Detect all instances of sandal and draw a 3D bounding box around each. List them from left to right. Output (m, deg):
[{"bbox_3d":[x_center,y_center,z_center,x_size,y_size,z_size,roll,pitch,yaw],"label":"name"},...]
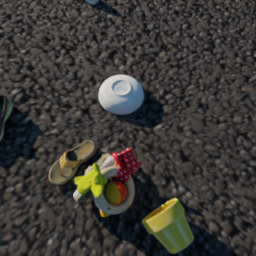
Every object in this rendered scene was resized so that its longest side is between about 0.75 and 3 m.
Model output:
[{"bbox_3d":[-2.043,1.163,10.177,2.122,0.573,0.852,-41,68,-18],"label":"sandal"}]

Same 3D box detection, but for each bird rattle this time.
[{"bbox_3d":[-0.518,1.872,9.449,2.399,1.351,1.956,-16,91,-45],"label":"bird rattle"}]

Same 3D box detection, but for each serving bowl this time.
[{"bbox_3d":[-0.293,-1.506,11.704,1.917,0.631,1.917,0,61,-1],"label":"serving bowl"}]

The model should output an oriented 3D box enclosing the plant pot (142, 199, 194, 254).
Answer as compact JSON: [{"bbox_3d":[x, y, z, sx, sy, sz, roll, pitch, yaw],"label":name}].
[{"bbox_3d":[1.318,3.110,8.730,1.348,1.348,1.268,-30,80,-16],"label":"plant pot"}]

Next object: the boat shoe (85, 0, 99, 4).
[{"bbox_3d":[-2.486,-7.425,15.064,2.164,0.711,0.779,39,67,20],"label":"boat shoe"}]

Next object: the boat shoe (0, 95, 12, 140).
[{"bbox_3d":[-5.264,-0.238,10.880,0.874,0.774,2.387,4,60,2],"label":"boat shoe"}]

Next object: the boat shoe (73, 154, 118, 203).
[{"bbox_3d":[-1.175,1.734,9.810,0.707,0.773,2.068,36,57,22],"label":"boat shoe"}]
